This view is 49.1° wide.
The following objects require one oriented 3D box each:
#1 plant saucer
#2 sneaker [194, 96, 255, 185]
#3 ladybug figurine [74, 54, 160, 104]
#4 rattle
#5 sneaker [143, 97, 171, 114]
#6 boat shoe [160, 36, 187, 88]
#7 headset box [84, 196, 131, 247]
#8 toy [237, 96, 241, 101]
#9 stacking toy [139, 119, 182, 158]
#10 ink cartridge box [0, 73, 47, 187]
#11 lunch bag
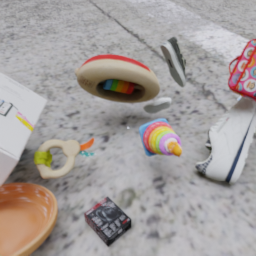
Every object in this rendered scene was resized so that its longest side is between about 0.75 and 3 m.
[{"bbox_3d":[-2.827,2.087,5.861,2.717,0.508,2.717,-3,22,1],"label":"plant saucer"},{"bbox_3d":[2.796,0.045,7.558,1.154,1.095,2.867,19,74,23],"label":"sneaker"},{"bbox_3d":[-0.283,-1.487,8.301,2.587,1.756,0.931,11,63,-22],"label":"ladybug figurine"},{"bbox_3d":[-1.560,0.751,7.156,1.512,1.080,0.984,-27,66,-17],"label":"rattle"},{"bbox_3d":[0.942,-0.740,9.023,0.936,0.357,0.377,-12,40,20],"label":"sneaker"},{"bbox_3d":[1.668,-2.139,9.277,0.580,1.822,0.644,-39,41,-9],"label":"boat shoe"},{"bbox_3d":[-0.499,2.099,6.448,0.717,0.372,0.963,-31,49,-31],"label":"headset box"},{"bbox_3d":[4.874,-1.325,10.447,0.900,0.369,1.563,32,50,32],"label":"toy"},{"bbox_3d":[0.908,0.354,6.602,0.841,0.889,1.533,-19,14,-11],"label":"stacking toy"},{"bbox_3d":[-3.403,0.112,6.624,1.854,1.887,2.563,32,26,-19],"label":"ink cartridge box"},{"bbox_3d":[3.110,-1.422,6.889,1.237,1.405,0.576,28,6,27],"label":"lunch bag"}]
